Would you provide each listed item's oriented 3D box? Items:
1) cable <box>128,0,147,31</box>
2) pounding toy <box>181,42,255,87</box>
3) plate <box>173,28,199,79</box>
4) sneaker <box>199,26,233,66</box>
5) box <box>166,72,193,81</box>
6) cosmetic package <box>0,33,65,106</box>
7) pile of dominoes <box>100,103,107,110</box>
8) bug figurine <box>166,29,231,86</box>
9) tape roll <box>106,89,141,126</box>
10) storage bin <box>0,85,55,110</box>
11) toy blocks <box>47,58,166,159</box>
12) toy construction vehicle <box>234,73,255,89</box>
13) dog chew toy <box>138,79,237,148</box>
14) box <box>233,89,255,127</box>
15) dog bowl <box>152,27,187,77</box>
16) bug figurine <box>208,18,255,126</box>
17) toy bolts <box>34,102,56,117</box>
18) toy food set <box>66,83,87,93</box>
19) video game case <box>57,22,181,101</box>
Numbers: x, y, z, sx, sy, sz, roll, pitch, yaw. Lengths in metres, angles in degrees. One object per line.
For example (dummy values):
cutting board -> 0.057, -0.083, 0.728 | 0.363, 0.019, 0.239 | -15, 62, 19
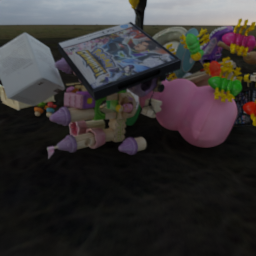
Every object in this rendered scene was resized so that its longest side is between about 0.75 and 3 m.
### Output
cable -> 0.198, -3.530, 8.165 | 0.655, 2.604, 1.264 | 3, 66, -1
pounding toy -> 2.785, -1.971, 9.411 | 2.863, 1.643, 1.637 | -21, 14, -3
plate -> 1.992, -2.405, 9.244 | 0.214, 1.676, 1.676 | 26, 32, 28
sneaker -> 3.057, -2.790, 9.813 | 0.723, 0.795, 1.798 | -4, -20, -25
box -> 1.827, -2.267, 12.027 | 1.696, 0.416, 1.367 | 15, 0, 1
cosmetic package -> -2.658, -1.516, 7.568 | 1.146, 1.389, 1.145 | -26, -13, 13
pile of dominoes -> -0.730, -0.817, 10.050 | 1.415, 0.225, 1.103 | -31, 24, -27
bug figurine -> 1.639, -1.743, 8.242 | 2.469, 1.915, 0.635 | -11, 36, 35
tape roll -> -0.044, -1.287, 9.472 | 0.574, 2.390, 2.390 | 8, 24, 18
storage bin -> -4.378, -1.524, 12.114 | 1.754, 0.828, 1.767 | 21, 31, 40
toy blocks -> -0.943, -0.515, 7.403 | 2.346, 2.605, 2.787 | -11, 26, -39
toy construction vehicle -> 6.107, -2.242, 14.050 | 2.646, 0.932, 2.304 | -8, 12, -26
dog chew toy -> 1.575, -0.597, 8.059 | 2.826, 1.760, 1.760 | 25, 28, 12
box -> 3.702, -0.625, 9.020 | 0.284, 1.144, 1.135 | 2, -2, -12
dog bowl -> 1.459, -2.628, 9.938 | 1.860, 1.860, 0.686 | 22, -13, 42
bug figurine -> 3.285, -1.505, 7.268 | 2.185, 2.818, 0.725 | 16, 3, -7
toy bolts -> -3.089, -0.623, 10.644 | 0.786, 0.545, 0.751 | 1, -20, 28
toy food set -> -2.430, -1.750, 13.481 | 1.030, 0.255, 1.620 | -11, 32, -23
video game case -> -0.303, -1.720, 6.655 | 2.127, 0.300, 2.354 | -23, 47, -17
